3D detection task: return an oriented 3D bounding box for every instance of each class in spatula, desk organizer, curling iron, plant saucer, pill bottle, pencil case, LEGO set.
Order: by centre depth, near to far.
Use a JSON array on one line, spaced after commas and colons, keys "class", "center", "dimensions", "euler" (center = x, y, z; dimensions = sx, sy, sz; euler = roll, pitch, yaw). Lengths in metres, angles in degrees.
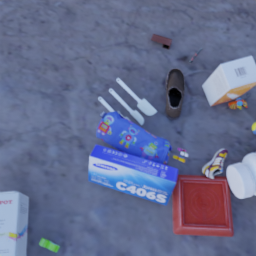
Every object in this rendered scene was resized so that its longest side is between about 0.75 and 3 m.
[{"class": "pill bottle", "center": [4.821, 1.460, 9.355], "dimensions": [2.750, 1.522, 1.522], "euler": [-14, 68, -6]}, {"class": "LEGO set", "center": [1.741, 0.930, 9.479], "dimensions": [0.399, 0.973, 0.371], "euler": [20, 95, 5]}, {"class": "plant saucer", "center": [2.544, 2.586, 9.526], "dimensions": [2.028, 0.372, 2.024], "euler": [3, 68, 0]}, {"class": "pencil case", "center": [0.210, 0.420, 9.992], "dimensions": [2.826, 1.103, 1.227], "euler": [30, 87, 10]}, {"class": "spatula", "center": [-0.131, -0.849, 10.880], "dimensions": [1.471, 0.170, 2.116], "euler": [-45, 75, 1]}, {"class": "curling iron", "center": [2.841, -3.054, 11.821], "dimensions": [0.121, 0.235, 0.947], "euler": [38, 77, -2]}, {"class": "desk organizer", "center": [1.425, -3.735, 12.145], "dimensions": [0.891, 0.320, 0.343], "euler": [20, 71, 8]}]

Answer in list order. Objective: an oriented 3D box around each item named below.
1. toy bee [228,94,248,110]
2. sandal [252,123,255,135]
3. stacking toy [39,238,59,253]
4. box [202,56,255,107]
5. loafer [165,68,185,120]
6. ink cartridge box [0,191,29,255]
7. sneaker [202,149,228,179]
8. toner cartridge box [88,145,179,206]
[{"class": "toy bee", "center": [4.393, -0.909, 10.865], "dimensions": [0.476, 0.876, 0.574], "euler": [48, 53, -25]}, {"class": "sandal", "center": [5.984, -0.009, 10.207], "dimensions": [2.771, 1.101, 1.207], "euler": [-8, 84, 5]}, {"class": "stacking toy", "center": [-2.047, 4.944, 8.408], "dimensions": [2.829, 0.665, 2.133], "euler": [25, 70, 11]}, {"class": "box", "center": [3.735, -1.655, 10.332], "dimensions": [1.221, 1.962, 0.956], "euler": [-17, 79, -7]}, {"class": "loafer", "center": [1.888, -1.449, 10.934], "dimensions": [0.820, 0.797, 2.246], "euler": [3, 67, 1]}, {"class": "ink cartridge box", "center": [-4.226, 3.437, 8.770], "dimensions": [1.894, 1.076, 2.599], "euler": [-4, 68, -2]}, {"class": "sneaker", "center": [3.203, 1.289, 9.875], "dimensions": [1.238, 0.464, 0.558], "euler": [-46, 39, -7]}, {"class": "toner cartridge box", "center": [0.109, 1.590, 9.339], "dimensions": [2.845, 1.351, 0.614], "euler": [16, 42, 7]}]
